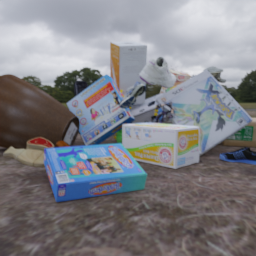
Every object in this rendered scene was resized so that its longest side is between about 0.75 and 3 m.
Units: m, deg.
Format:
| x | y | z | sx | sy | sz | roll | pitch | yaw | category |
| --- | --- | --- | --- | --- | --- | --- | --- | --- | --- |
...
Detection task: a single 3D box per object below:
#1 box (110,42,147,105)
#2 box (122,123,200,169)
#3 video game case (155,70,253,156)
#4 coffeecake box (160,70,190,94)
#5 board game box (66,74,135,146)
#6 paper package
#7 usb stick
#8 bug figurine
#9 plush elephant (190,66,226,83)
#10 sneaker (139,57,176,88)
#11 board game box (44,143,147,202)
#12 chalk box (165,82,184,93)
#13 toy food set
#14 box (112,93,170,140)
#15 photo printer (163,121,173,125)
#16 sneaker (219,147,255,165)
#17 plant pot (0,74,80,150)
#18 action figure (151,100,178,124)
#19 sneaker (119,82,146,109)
| x | y | z | sx | sy | sz | roll | pitch | yaw | category |
| --- | --- | --- | --- | --- | --- | --- | --- | --- | --- |
| -0.033 | -2.376 | 12.077 | 1.196 | 2.454 | 1.526 | -6 | 23 | -17 | box |
| 0.969 | 0.469 | 8.725 | 2.188 | 1.109 | 1.230 | 6 | 8 | 45 | box |
| 2.649 | -0.623 | 9.948 | 2.342 | 2.569 | 0.283 | -31 | -21 | -11 | video game case |
| 2.105 | -1.877 | 12.672 | 1.013 | 1.319 | 0.482 | 3 | 28 | -26 | coffeecake box |
| -1.097 | -0.628 | 10.781 | 2.069 | 2.026 | 0.578 | -33 | -21 | 15 | board game box |
| 5.194 | 0.143 | 12.068 | 2.134 | 1.104 | 2.034 | 3 | 6 | 18 | paper package |
| -1.896 | -0.841 | 11.838 | 0.656 | 2.365 | 0.386 | -1 | -15 | -31 | usb stick |
| 0.391 | -0.361 | 10.939 | 2.822 | 2.188 | 0.726 | 8 | 0 | 23 | bug figurine |
| 3.349 | -1.899 | 11.215 | 1.129 | 1.458 | 1.201 | -39 | 20 | 18 | plush elephant |
| 1.267 | -1.995 | 10.088 | 0.743 | 0.988 | 1.984 | 42 | 26 | 28 | sneaker |
| -0.746 | 0.876 | 6.035 | 1.870 | 0.421 | 1.422 | -3 | 26 | -25 | board game box |
| 2.437 | -0.777 | 11.499 | 1.333 | 1.339 | 2.153 | -22 | 36 | 19 | chalk box |
| -1.569 | 0.789 | 6.942 | 2.460 | 0.387 | 1.564 | 15 | 24 | 12 | toy food set |
| 0.502 | -0.510 | 12.216 | 2.596 | 0.780 | 1.514 | -20 | 23 | 20 | box |
| 1.373 | 0.060 | 13.537 | 2.737 | 0.950 | 2.277 | -4 | 5 | -29 | photo printer |
| 3.429 | 0.808 | 8.578 | 1.214 | 0.473 | 0.426 | 4 | 7 | 30 | sneaker |
| -3.355 | -0.227 | 10.158 | 2.907 | 2.717 | 2.717 | 19 | 9 | 11 | plant pot |
| 1.222 | -0.453 | 9.744 | 0.768 | 1.180 | 0.409 | 40 | 17 | 27 | action figure |
| 0.098 | -1.095 | 9.351 | 0.422 | 1.094 | 0.466 | 38 | 13 | -48 | sneaker |
